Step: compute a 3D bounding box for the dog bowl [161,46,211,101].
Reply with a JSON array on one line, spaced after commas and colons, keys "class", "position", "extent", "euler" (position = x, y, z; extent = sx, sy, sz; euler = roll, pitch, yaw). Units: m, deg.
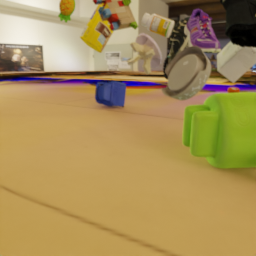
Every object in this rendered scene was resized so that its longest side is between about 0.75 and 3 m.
[{"class": "dog bowl", "position": [1.219, -1.111, 5.895], "extent": [0.349, 1.190, 1.190], "euler": [28, 0, -29]}]

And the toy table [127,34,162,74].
[{"class": "toy table", "position": [0.773, -3.339, 12.815], "extent": [1.567, 1.705, 0.998], "euler": [-25, 21, 49]}]

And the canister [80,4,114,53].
[{"class": "canister", "position": [-1.024, -4.305, 11.582], "extent": [0.915, 2.113, 1.569], "euler": [32, 5, 5]}]

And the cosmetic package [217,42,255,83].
[{"class": "cosmetic package", "position": [4.482, -2.931, 11.436], "extent": [0.926, 1.506, 1.502], "euler": [31, 40, -11]}]

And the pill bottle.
[{"class": "pill bottle", "position": [1.083, -3.833, 10.377], "extent": [1.114, 0.619, 0.619], "euler": [24, 19, 8]}]

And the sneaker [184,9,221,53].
[{"class": "sneaker", "position": [2.053, -2.725, 7.822], "extent": [0.777, 0.804, 1.928], "euler": [-2, 45, -11]}]

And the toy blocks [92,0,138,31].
[{"class": "toy blocks", "position": [-0.462, -3.682, 8.815], "extent": [1.024, 1.498, 0.749], "euler": [-23, -1, -28]}]

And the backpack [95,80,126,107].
[{"class": "backpack", "position": [-0.954, -1.643, 13.005], "extent": [1.236, 1.197, 1.473], "euler": [9, 2, -39]}]

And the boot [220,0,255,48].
[{"class": "boot", "position": [4.446, -3.677, 9.864], "extent": [2.679, 2.251, 1.023], "euler": [13, -31, -19]}]

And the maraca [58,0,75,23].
[{"class": "maraca", "position": [-2.236, -4.316, 10.156], "extent": [0.646, 0.942, 0.504], "euler": [23, 16, 17]}]

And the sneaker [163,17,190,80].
[{"class": "sneaker", "position": [2.386, -3.330, 11.898], "extent": [1.199, 2.779, 1.078], "euler": [-5, 46, -23]}]

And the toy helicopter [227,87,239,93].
[{"class": "toy helicopter", "position": [4.572, -0.983, 12.041], "extent": [2.179, 0.860, 1.441], "euler": [-26, 37, -38]}]

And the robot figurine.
[{"class": "robot figurine", "position": [2.586, 0.040, 5.942], "extent": [2.719, 1.573, 2.385], "euler": [-1, 15, -5]}]
